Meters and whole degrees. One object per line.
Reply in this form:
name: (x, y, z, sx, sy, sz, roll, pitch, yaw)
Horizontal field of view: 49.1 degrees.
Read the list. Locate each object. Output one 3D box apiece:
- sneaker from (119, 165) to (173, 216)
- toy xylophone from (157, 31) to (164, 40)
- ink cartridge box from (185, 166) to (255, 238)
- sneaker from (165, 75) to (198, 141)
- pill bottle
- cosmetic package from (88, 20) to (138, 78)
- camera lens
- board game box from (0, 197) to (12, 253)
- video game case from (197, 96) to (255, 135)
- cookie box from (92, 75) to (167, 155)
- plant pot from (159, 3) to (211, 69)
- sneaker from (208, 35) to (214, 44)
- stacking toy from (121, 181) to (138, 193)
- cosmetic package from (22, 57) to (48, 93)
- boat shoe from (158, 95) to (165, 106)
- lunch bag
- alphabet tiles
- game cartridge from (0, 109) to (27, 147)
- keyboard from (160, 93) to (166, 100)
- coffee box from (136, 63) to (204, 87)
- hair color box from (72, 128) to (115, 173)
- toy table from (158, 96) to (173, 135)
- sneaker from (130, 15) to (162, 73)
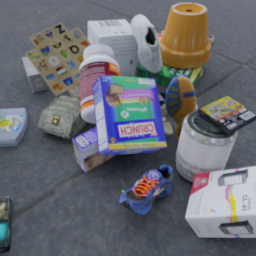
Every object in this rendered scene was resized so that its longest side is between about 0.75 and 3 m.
sneaker: (0.532, 1.573, 7.608, 0.858, 0.893, 2.276, 25, 23, 25)
toy xylophone: (1.894, -4.215, 14.599, 1.798, 0.617, 2.456, 14, 45, 14)
ink cartridge box: (2.711, 1.882, 7.145, 2.142, 0.917, 1.581, -18, 29, 36)
sneaker: (1.871, -0.688, 9.429, 0.982, 2.609, 1.150, -1, 37, 20)
pill bottle: (-0.979, -1.554, 9.906, 1.458, 1.458, 2.581, -4, 72, -5)
cosmetic package: (-0.742, -3.438, 12.537, 1.792, 2.174, 1.793, -11, 43, -18)
camera lens: (2.291, 0.543, 8.446, 1.527, 1.909, 1.527, 4, 36, -3)
board game box: (-4.290, 2.743, 7.371, 2.255, 0.318, 1.526, -10, 44, -11)
video game case: (2.816, -0.395, 7.944, 1.285, 0.164, 1.161, -23, 49, -28)
cookie box: (0.019, -0.375, 8.611, 1.928, 0.847, 2.254, -1, 75, -26)
plant pot: (2.542, -4.175, 12.385, 2.383, 2.182, 2.383, -1, 43, 1)
sneaker: (4.140, -4.864, 15.384, 1.171, 0.518, 0.434, -11, 45, -9)
stacking toy: (0.295, 1.969, 8.295, 0.625, 0.195, 0.829, -28, 49, -27)
cosmetic package: (-4.164, -2.441, 12.490, 0.777, 0.921, 1.723, -19, 45, -19)
boat shoe: (1.045, -0.895, 9.534, 0.374, 1.034, 0.374, -25, 75, 9)
lunch bag: (-2.334, -0.361, 10.236, 1.335, 0.957, 1.628, 14, 48, 18)
alphabet tiles: (-2.347, -2.622, 10.919, 2.472, 0.094, 2.971, -37, 91, -24)
game cartridge: (-4.425, -0.058, 10.368, 1.251, 0.380, 1.877, -1, 43, -6)
keyboard: (1.916, -1.264, 11.129, 1.332, 0.847, 0.137, 3, 70, 2)
coffee box: (1.919, -2.620, 12.842, 2.697, 0.593, 1.659, 22, 52, 22)
hair color box: (-0.760, 0.480, 9.207, 2.026, 1.107, 0.656, -27, 49, -26)
toy table: (0.904, -0.323, 9.944, 0.967, 1.518, 1.652, -15, 79, -3)
sneaker: (0.866, -3.167, 11.286, 0.923, 2.625, 1.052, -33, 45, -4)
